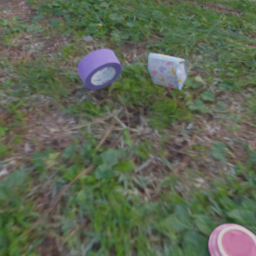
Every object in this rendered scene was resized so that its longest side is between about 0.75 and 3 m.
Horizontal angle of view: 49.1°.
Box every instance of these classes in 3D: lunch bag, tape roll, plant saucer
[{"bbox_3d":[1.324,-1.976,9.356,1.090,1.285,0.817,18,74,26],"label":"lunch bag"},{"bbox_3d":[-1.051,-2.150,10.435,1.534,1.534,0.652,-22,71,-21],"label":"tape roll"},{"bbox_3d":[2.495,2.759,6.410,1.239,0.314,1.239,-1,44,1],"label":"plant saucer"}]
